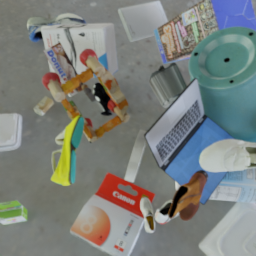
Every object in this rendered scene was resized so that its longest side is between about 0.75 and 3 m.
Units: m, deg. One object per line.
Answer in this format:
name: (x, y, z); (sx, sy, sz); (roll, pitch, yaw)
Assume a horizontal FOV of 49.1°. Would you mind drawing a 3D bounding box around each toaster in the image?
toaster: (1.328, -1.340, 9.038); (0.976, 1.718, 1.110); (-28, 86, -2)

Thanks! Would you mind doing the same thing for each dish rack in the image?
dish rack: (-4.893, 0.109, 10.809); (1.430, 0.363, 1.667); (-7, 57, -4)

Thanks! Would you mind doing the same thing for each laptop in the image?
laptop: (1.802, 0.350, 7.127); (1.300, 2.243, 2.100); (26, 65, 39)

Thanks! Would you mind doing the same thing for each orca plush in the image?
orca plush: (-1.110, -1.306, 11.545); (0.898, 0.607, 1.708); (-3, 58, -2)

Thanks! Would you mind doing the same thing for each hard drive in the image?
hard drive: (0.719, -4.519, 11.780); (2.066, 0.276, 1.363); (-24, 94, -27)

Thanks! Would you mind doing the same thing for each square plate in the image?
square plate: (3.899, 3.666, 8.551); (2.479, 0.356, 2.503); (-38, 65, -21)

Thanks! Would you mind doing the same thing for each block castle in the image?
block castle: (-1.128, -0.900, 8.182); (1.698, 2.541, 1.192); (-34, 50, -3)

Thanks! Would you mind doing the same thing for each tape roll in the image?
tape roll: (0.243, 0.776, 7.787); (0.270, 1.480, 1.480); (16, 59, 5)

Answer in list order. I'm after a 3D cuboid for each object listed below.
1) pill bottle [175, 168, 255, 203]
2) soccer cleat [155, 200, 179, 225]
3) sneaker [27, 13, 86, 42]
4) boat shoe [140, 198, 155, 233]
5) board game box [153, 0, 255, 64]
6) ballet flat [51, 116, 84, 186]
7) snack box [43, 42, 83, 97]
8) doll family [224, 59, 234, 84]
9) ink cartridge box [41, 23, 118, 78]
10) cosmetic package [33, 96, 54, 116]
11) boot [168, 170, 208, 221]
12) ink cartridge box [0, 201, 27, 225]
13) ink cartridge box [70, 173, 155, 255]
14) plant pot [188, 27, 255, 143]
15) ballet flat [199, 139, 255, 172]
pill bottle: (3.038, 1.563, 9.117); (2.879, 1.566, 1.566); (4, 58, 6)
soccer cleat: (1.361, 2.202, 7.847); (1.402, 0.597, 0.481); (-23, 47, -17)
sneaker: (-3.431, -4.641, 13.539); (2.887, 1.112, 1.230); (-5, 68, 5)
boat shoe: (0.570, 2.414, 7.814); (0.347, 0.341, 0.978); (0, 64, -14)
board game box: (2.686, -3.453, 9.978); (2.189, 2.746, 1.330); (-20, 96, -32)
ballet flat: (-1.585, 0.522, 7.162); (0.639, 0.637, 1.908); (2, 64, 6)
snack box: (-1.943, -1.768, 8.617); (0.566, 1.575, 0.192); (-33, 21, -13)
doll family: (3.288, -1.407, 8.257); (1.962, 0.770, 1.134); (28, 90, -6)
ink cartridge box: (-1.838, -2.599, 9.447); (2.763, 1.603, 0.937); (5, 30, 19)
cosmetic package: (-3.459, -0.898, 11.487); (0.401, 0.271, 0.763); (25, 61, 15)
boot: (1.314, 1.753, 6.376); (0.522, 1.434, 1.523); (33, 22, 22)
ink cartridge box: (-3.700, 2.670, 8.778); (0.753, 1.019, 0.386); (-9, 58, -6)
ink cartridge box: (-0.404, 2.722, 9.015); (1.937, 0.599, 2.388); (22, 63, 13)
plant pot: (3.136, -1.267, 8.283); (2.993, 2.812, 2.993); (-15, 58, 26)
ballet flat: (2.561, 0.637, 6.151); (2.118, 0.735, 0.735); (0, 55, -27)
